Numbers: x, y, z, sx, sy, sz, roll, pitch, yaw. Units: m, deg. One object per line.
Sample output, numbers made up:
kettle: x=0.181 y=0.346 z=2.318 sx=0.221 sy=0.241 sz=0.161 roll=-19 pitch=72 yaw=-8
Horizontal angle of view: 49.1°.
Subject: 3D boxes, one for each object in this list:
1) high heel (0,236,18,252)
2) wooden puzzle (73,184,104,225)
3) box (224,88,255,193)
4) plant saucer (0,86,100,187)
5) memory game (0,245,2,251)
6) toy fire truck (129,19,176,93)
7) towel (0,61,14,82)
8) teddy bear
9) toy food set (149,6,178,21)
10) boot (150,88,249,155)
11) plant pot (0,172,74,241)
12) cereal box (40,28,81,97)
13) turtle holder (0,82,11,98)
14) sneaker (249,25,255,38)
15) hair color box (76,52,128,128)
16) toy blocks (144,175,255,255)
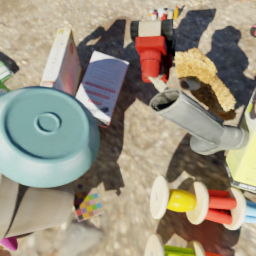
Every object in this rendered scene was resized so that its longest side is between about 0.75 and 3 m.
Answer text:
high heel: x=-2.975 y=2.063 z=6.847 sx=0.904 sy=0.635 sz=1.885 roll=-43 pitch=53 yaw=-13
wooden puzzle: x=-0.975 y=1.818 z=6.681 sx=0.634 sy=0.075 sz=1.068 roll=-14 pitch=63 yaw=-21
box: x=3.097 y=-0.039 z=6.390 sx=0.727 sy=2.901 sz=1.092 roll=15 pitch=21 yaw=3
plant saucer: x=-1.622 y=0.000 z=5.554 sx=2.313 sy=0.416 sz=2.313 roll=12 pitch=57 yaw=-18
memory game: x=-4.065 y=3.277 z=6.334 sx=2.472 sy=0.157 sz=2.472 roll=0 pitch=57 yaw=-1
toy fire truck: x=0.868 y=-1.537 z=7.568 sx=1.443 sy=1.974 sz=2.243 roll=2 pitch=87 yaw=12
towel: x=-5.517 y=-1.955 z=9.649 sx=2.620 sy=0.307 sz=1.999 roll=32 pitch=62 yaw=20
teddy bear: x=1.959 y=-0.937 z=7.197 sx=0.844 sy=2.527 sz=1.832 roll=-40 pitch=66 yaw=10
toy food set: x=1.396 y=-4.605 z=11.207 sx=1.174 sy=0.528 sz=0.561 roll=13 pitch=58 yaw=8
boot: x=1.386 y=-0.070 z=6.412 sx=2.130 sy=1.937 sz=0.773 roll=19 pitch=71 yaw=-22
plant pot: x=-2.182 y=1.493 z=6.194 sx=1.693 sy=1.952 sz=1.952 roll=14 pitch=51 yaw=-31
cereal box: x=-1.946 y=-1.510 z=8.380 sx=0.479 sy=1.745 sz=2.426 roll=3 pitch=55 yaw=4
turtle holder: x=-3.498 y=-0.648 z=6.695 sx=1.489 sy=1.392 sz=1.960 roll=27 pitch=93 yaw=-10
sneaker: x=5.315 y=-3.484 z=10.480 sx=0.634 sy=0.538 sz=1.461 roll=-31 pitch=62 yaw=-20
hair color box: x=-0.812 y=-1.135 z=8.304 sx=1.127 sy=0.649 sz=2.032 roll=18 pitch=67 yaw=-2
toy blocks: x=1.878 y=2.423 z=6.348 sx=2.762 sy=1.003 sz=2.302 roll=12 pitch=68 yaw=-10
